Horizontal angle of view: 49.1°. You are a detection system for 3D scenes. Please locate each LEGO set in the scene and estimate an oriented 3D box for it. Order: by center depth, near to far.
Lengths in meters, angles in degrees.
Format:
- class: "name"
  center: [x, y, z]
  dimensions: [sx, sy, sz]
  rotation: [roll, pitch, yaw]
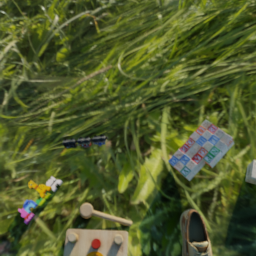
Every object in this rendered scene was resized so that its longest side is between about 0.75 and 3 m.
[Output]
- class: "LEGO set"
  center: [-3.089, 2.212, 9.325]
  dimensions: [0.714, 0.663, 1.739]
  rotation: [33, 67, 15]

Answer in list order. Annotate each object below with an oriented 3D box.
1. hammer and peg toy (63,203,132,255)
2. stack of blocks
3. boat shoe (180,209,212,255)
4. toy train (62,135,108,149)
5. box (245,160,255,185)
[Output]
- class: "hammer and peg toy"
  center: [-0.917, 3.657, 8.434]
  dimensions: [2.002, 0.960, 2.722]
  rotation: [3, 64, 1]
- class: "stack of blocks"
  center: [2.483, 0.847, 9.576]
  dimensions: [1.979, 0.580, 1.140]
  rotation: [-47, 56, -2]
- class: "boat shoe"
  center: [2.079, 3.657, 8.478]
  dimensions: [0.903, 0.881, 2.387]
  rotation: [-8, 64, -4]
- class: "toy train"
  center: [-1.318, 0.457, 8.656]
  dimensions: [1.474, 0.338, 0.251]
  rotation: [-7, 32, 13]
- class: "box"
  center: [4.895, 1.695, 9.623]
  dimensions: [1.450, 0.564, 0.689]
  rotation: [18, 65, 9]
